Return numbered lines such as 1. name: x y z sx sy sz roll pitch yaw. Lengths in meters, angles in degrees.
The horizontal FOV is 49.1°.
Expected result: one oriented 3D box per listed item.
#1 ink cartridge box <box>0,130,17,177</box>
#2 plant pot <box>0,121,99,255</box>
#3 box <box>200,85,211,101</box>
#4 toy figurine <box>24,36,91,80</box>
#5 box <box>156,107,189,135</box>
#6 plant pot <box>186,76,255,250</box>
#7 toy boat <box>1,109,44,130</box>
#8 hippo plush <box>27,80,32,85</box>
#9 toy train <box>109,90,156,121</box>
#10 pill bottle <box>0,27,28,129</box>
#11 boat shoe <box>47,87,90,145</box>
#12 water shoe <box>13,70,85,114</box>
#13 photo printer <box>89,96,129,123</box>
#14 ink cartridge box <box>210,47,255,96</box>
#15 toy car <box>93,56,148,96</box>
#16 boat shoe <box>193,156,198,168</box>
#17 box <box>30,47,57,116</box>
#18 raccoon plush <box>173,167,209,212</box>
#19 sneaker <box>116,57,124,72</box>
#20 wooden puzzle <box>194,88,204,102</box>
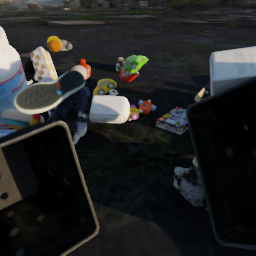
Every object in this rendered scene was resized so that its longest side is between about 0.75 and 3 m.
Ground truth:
1. ink cartridge box: -3.867 0.623 6.902 2.057 0.460 1.812 1 27 2
2. plant pot: -1.981 1.056 4.532 2.028 2.023 1.799 -25 22 -31
3. box: 2.897 -0.688 8.289 1.947 1.374 0.768 -22 53 -35
4. toy figurine: -2.515 -2.080 10.036 1.976 1.945 1.375 -35 11 15
5. box: 1.573 -0.259 8.790 0.867 0.253 1.266 19 33 32
6. plant pot: 2.758 0.444 4.475 2.163 2.438 2.432 -5 -12 -30
7. toy boat: -2.759 -0.123 7.571 1.169 0.646 1.390 12 -1 -41
8. hippo plush: -4.431 -1.721 10.915 0.880 0.871 1.094 13 31 22
9. toy train: 0.006 -0.671 9.253 1.652 0.459 1.241 21 37 9
10. pill bottle: -3.654 -1.349 7.747 1.530 2.813 1.530 3 53 -4
11. boat shoe: -1.434 -0.527 7.339 1.089 1.353 2.917 18 6 -12
12. water shoe: -1.492 -0.607 5.447 1.504 0.538 0.593 -31 -4 -33
13. photo printer: -0.528 -0.555 8.299 1.124 0.390 0.935 1 45 1
14. ink cartridge box: 2.631 -0.801 4.850 2.318 0.548 1.855 -2 -14 17
15. toy car: -0.115 -2.061 10.260 2.432 0.542 2.288 -36 2 -37
16. boat shoe: 2.296 0.883 6.178 1.812 0.627 0.668 25 33 36
17. box: -2.618 -1.522 9.278 0.495 0.530 2.559 -29 67 14
18. raccoon plush: 1.339 1.366 5.590 0.669 0.927 1.384 -18 72 -5
19. sneaker: -0.389 -3.208 14.024 0.446 0.608 1.343 -4 28 -5
20. wooden puzzle: 3.199 -0.992 10.173 1.338 0.310 1.239 19 33 23
